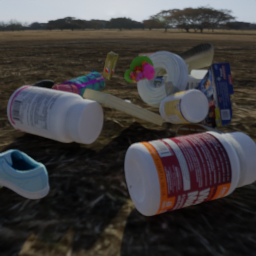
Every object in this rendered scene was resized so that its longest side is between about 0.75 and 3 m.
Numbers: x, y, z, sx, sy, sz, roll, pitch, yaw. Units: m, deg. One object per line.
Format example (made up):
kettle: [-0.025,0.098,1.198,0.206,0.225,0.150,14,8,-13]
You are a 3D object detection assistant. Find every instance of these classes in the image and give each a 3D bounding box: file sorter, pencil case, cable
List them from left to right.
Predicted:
pencil case: [-2.193,-2.094,13.947,1.193,1.098,2.581,-27,8,32]
cable: [1.278,-1.866,10.897,0.759,2.192,2.192,10,18,-48]
file sorter: [2.762,-1.630,12.297,2.461,1.533,1.708,2,23,6]

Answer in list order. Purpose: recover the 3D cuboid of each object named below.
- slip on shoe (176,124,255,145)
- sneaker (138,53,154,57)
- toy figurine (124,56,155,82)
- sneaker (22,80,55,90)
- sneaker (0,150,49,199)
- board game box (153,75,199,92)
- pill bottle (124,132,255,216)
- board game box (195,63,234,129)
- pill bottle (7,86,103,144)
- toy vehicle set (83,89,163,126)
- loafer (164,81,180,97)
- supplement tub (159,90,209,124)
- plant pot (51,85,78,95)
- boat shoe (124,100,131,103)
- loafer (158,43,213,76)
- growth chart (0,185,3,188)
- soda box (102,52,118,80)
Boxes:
slip on shoe: [2.547,0.457,8.214,2.459,0.935,0.745,10,-9,43]
sneaker: [0.790,-2.927,11.609,0.758,0.303,0.271,-9,28,-17]
toy figurine: [0.403,-1.653,8.410,1.005,0.755,0.925,-33,23,3]
sneaker: [-4.503,-1.910,14.310,1.771,0.662,0.941,-21,35,-24]
sneaker: [-2.864,0.841,6.715,2.309,0.946,0.853,16,25,15]
board game box: [2.162,-2.483,15.248,2.797,0.863,2.796,11,24,24]
pill bottle: [1.423,0.897,6.194,2.741,1.502,1.502,-8,24,-19]
board game box: [2.697,-0.869,9.001,0.575,1.863,1.862,-5,-7,-7]
pill bottle: [-2.360,-0.414,9.200,2.844,1.612,1.612,13,25,24]
toy vehicle set: [-0.140,-0.722,9.817,2.517,0.334,1.564,19,2,-37]
loafer: [1.503,-1.233,9.401,0.482,0.483,1.380,-12,-15,9]
supplement tub: [1.668,-0.613,8.587,0.977,0.977,1.343,-12,4,-26]
plant pot: [-2.497,-1.290,10.779,0.796,0.889,0.889,12,8,-45]
boat shoe: [-0.011,-1.117,12.662,0.279,0.314,0.852,-16,28,-26]
loafer: [2.277,-2.635,11.711,2.704,0.923,1.023,-13,37,26]
growth chart: [-3.813,1.186,7.240,1.998,0.177,1.446,11,25,26]
soda box: [-0.681,-2.366,10.665,0.316,0.989,0.335,27,40,12]
